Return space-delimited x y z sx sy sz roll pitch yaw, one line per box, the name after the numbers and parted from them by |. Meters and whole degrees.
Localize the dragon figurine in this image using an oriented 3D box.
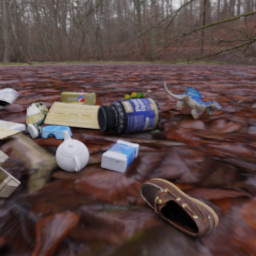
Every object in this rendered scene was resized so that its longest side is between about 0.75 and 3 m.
2.646 -1.175 11.939 2.657 0.782 1.321 29 32 4 | dragon figurine

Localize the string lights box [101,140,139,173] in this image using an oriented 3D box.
-0.185 0.707 7.266 0.602 0.345 1.172 13 19 15 | string lights box

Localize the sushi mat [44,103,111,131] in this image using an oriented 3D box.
-1.788 -0.460 10.627 2.597 0.157 1.242 5 47 9 | sushi mat

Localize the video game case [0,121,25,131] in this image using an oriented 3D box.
-5.012 0.070 9.777 2.006 0.230 1.825 8 18 26 | video game case

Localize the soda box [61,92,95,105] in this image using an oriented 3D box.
-2.620 -1.543 14.731 1.729 0.554 0.586 2 15 10 | soda box

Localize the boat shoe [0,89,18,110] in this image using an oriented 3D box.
-6.111 -1.254 13.210 2.260 0.739 0.832 -13 -40 40 | boat shoe

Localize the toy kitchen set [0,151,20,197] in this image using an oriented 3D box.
-2.696 1.119 5.077 0.955 1.171 1.056 41 14 -10 | toy kitchen set

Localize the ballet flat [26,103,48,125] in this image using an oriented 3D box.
-3.714 -0.610 11.251 0.726 0.726 2.055 -1 16 -4 | ballet flat

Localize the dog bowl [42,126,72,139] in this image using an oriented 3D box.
-2.417 0.135 9.404 1.066 0.264 0.594 3 18 22 | dog bowl

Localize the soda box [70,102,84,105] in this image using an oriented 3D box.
-2.380 -0.671 11.792 0.554 0.524 1.636 4 16 9 | soda box

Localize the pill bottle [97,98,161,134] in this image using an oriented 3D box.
0.015 -0.399 9.726 2.038 1.140 1.140 -7 18 -26 | pill bottle

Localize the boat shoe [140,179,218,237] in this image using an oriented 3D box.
0.738 1.335 4.849 0.551 0.552 1.567 -11 19 -42 | boat shoe

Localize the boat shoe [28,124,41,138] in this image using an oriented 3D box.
-3.156 0.055 9.537 0.355 0.395 1.117 -10 18 -26 | boat shoe

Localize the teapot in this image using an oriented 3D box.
-1.358 0.606 6.791 0.861 0.629 0.850 20 48 12 | teapot

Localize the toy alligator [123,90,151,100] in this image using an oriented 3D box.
0.443 -1.541 14.363 1.628 0.391 0.540 -15 -30 30 | toy alligator

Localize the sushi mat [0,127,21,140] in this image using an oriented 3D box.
-4.387 0.102 9.170 1.640 0.099 0.785 11 21 25 | sushi mat
